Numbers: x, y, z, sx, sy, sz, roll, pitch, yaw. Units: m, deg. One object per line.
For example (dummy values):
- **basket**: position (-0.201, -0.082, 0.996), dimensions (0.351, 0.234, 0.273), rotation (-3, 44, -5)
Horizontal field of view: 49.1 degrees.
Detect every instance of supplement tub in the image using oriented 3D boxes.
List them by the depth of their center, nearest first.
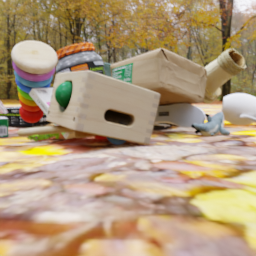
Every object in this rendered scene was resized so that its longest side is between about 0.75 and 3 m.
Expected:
- **supplement tub**: position (-1.558, -1.495, 10.204), dimensions (1.741, 2.841, 1.741), rotation (-14, 6, 2)

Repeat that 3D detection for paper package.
- **paper package**: position (0.908, -1.468, 9.134), dimensions (2.272, 1.233, 2.384), rotation (11, -9, -41)

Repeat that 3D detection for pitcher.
- **pitcher**: position (5.116, -0.632, 11.780), dimensions (2.235, 1.355, 1.917), rotation (8, 28, 16)

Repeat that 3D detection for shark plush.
- **shark plush**: position (2.418, -0.121, 8.697), dimensions (1.711, 0.712, 0.777), rotation (-4, 8, -31)

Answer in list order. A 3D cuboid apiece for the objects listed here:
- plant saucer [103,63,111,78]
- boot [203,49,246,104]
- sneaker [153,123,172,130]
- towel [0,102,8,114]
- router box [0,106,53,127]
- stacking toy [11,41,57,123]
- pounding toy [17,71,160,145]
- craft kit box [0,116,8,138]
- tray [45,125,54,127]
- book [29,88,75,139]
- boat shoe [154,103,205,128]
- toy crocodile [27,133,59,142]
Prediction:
- **plant saucer**: position (-1.202, -1.663, 13.326), dimensions (2.786, 2.786, 0.501), rotation (2, 7, 17)
- **boot**: position (3.704, -2.056, 11.349), dimensions (2.315, 1.084, 2.979), rotation (-40, -22, 33)
- **sneaker**: position (1.541, -0.746, 10.978), dimensions (0.934, 1.078, 2.604), rotation (4, 24, 43)
- **towel**: position (-4.228, -0.811, 8.759), dimensions (0.188, 0.920, 1.257), rotation (-44, 26, -26)
- **router box**: position (-4.155, -0.520, 11.683), dimensions (2.358, 0.733, 1.767), rotation (2, 7, 27)
- **stacking toy**: position (-3.129, -1.242, 9.089), dimensions (1.276, 1.276, 2.989), rotation (-3, -37, -26)
- **pounding toy**: position (-1.077, -0.325, 7.158), dimensions (2.600, 1.848, 2.394), rotation (12, 0, -34)
- **craft kit box**: position (-5.464, -0.044, 8.544), dimensions (2.894, 0.702, 2.858), rotation (-4, 5, -35)
- **tray**: position (-2.227, -0.006, 9.639), dimensions (1.206, 0.223, 0.595), rotation (1, 7, 35)
- **book**: position (-1.961, -0.501, 8.433), dimensions (1.814, 0.436, 1.212), rotation (48, 27, 14)
- **boat shoe**: position (1.566, -0.389, 9.460), dimensions (2.248, 0.786, 0.745), rotation (0, -1, 33)
- **toy crocodile**: position (-2.325, 0.232, 7.733), dimensions (0.311, 0.284, 0.921), rotation (7, 14, 38)
